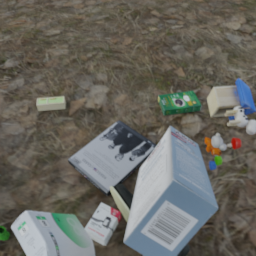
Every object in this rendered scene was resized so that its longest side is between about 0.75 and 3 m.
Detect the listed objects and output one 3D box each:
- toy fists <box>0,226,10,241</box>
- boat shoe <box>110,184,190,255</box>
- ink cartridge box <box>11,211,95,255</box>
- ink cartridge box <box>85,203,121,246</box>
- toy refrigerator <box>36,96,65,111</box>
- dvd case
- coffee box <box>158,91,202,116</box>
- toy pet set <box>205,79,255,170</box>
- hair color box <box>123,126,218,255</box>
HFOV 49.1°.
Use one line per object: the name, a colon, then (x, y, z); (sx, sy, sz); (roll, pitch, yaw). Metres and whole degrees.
toy fists: (-3.784, 2.935, 8.042); (0.872, 0.445, 0.300); (19, 39, 16)
boat shoe: (0.490, 2.569, 7.863); (0.893, 1.043, 2.851); (-33, 52, -19)
ink cartridge box: (-1.172, 2.765, 5.841); (0.569, 1.827, 2.271); (-49, 61, 0)
ink cartridge box: (-0.730, 2.800, 8.178); (0.698, 0.401, 0.961); (21, 51, 18)
toy refrigerator: (-3.188, -1.015, 11.618); (1.114, 0.390, 0.423); (-5, 49, -4)
dvd case: (-0.510, 0.943, 9.906); (1.940, 0.319, 2.581); (34, 57, 27)
coffee box: (2.114, -1.037, 11.662); (1.599, 0.352, 0.983); (-9, 48, -9)
toy pet set: (2.768, -0.092, 7.253); (1.095, 2.062, 1.925); (-4, 68, -3)
hair color box: (0.840, 1.158, 5.851); (0.908, 1.483, 2.996); (33, 18, -3)
